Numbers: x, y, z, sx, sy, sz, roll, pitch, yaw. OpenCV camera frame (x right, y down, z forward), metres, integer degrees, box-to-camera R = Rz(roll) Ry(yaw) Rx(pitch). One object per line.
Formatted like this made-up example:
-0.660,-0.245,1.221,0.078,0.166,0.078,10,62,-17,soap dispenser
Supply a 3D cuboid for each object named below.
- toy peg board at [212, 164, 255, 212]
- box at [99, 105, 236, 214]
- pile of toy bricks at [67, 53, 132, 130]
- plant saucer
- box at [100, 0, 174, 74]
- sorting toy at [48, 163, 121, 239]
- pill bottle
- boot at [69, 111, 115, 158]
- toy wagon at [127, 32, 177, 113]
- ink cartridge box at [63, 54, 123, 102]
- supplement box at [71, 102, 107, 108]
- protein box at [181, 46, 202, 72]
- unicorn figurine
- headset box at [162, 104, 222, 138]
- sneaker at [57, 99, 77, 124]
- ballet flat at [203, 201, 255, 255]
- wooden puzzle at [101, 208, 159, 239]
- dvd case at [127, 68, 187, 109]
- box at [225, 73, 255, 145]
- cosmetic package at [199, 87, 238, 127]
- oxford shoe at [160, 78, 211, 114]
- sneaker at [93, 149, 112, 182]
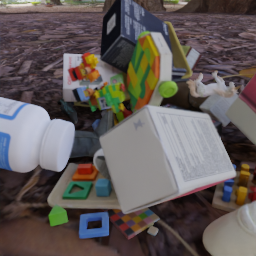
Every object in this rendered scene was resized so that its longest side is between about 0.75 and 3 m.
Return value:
2.415,1.124,5.562,1.208,0.593,1.213,12,31,21,toy peg board
0.754,0.523,4.890,2.099,1.144,1.342,3,62,-49,box
-0.562,-0.878,7.471,1.139,2.307,1.280,-10,23,25,pile of toy bricks
0.617,-2.192,9.673,2.553,0.619,2.553,-18,62,7,plant saucer
0.265,-2.707,8.740,1.955,1.118,2.147,23,49,-29,box
-0.689,1.083,5.819,1.558,0.377,2.768,2,25,9,sorting toy
-2.482,0.126,5.761,2.519,1.413,1.413,14,28,2,pill bottle
-1.221,0.163,7.007,1.721,0.625,1.565,-1,46,7,boot
0.443,-1.138,7.321,0.503,2.544,1.974,-2,53,-21,toy wagon
-1.109,-1.537,8.729,1.801,0.757,1.310,0,65,-11,ink cartridge box
-1.195,-1.451,10.182,1.409,0.947,1.411,8,28,14,supplement box
2.397,-2.886,12.094,0.708,1.050,1.042,27,5,-26,protein box
2.094,-1.005,6.795,1.229,0.454,0.844,-19,52,24,unicorn figurine
1.357,0.140,7.325,1.473,0.743,1.982,-23,35,-37,headset box
-1.888,-0.524,8.800,0.406,0.386,1.024,-18,60,-21,sneaker
2.654,1.466,4.533,2.916,1.013,1.013,-4,28,-8,ballet flat
0.068,1.632,5.156,0.708,0.084,1.194,-19,31,-32,wooden puzzle
0.845,-1.164,8.451,1.253,1.685,0.135,-5,56,-39,dvd case
3.956,-0.790,6.203,1.826,2.855,1.556,17,27,-28,box
2.638,-0.616,7.886,0.849,0.700,0.700,-45,13,1,cosmetic package
1.879,-0.816,8.495,2.586,0.940,1.091,4,47,-26,oxford shoe
0.019,0.506,5.981,0.974,0.833,2.237,46,26,26,sneaker
